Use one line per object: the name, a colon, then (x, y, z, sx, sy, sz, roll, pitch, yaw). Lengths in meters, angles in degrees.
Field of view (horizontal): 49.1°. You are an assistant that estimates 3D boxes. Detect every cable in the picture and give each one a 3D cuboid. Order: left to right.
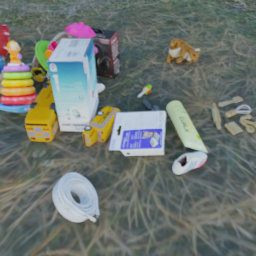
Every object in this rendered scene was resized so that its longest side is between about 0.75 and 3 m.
cable: (-1.378, 1.842, 7.454, 1.299, 0.450, 1.299, 33, 30, -27)

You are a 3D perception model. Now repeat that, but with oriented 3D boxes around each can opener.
can opener: (0.997, -0.891, 11.595, 0.370, 0.295, 1.106, -46, 41, 12)

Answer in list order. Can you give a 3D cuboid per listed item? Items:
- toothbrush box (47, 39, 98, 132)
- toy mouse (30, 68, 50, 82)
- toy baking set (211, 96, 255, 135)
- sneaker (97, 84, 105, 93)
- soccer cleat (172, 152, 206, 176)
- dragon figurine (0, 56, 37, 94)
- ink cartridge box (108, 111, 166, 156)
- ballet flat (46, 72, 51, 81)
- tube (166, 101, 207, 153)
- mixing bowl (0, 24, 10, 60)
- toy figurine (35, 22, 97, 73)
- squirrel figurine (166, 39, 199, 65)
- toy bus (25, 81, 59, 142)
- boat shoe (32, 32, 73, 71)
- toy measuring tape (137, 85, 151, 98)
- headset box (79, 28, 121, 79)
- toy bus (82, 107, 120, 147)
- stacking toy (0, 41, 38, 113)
toothbrush box: (-1.927, -1.580, 10.454, 1.227, 2.876, 2.106, 2, 37, 2)
toy mouse: (-5.008, -2.157, 13.134, 2.240, 0.488, 2.520, -34, 45, -25)
toy baking set: (4.199, -0.495, 11.207, 1.778, 0.270, 2.316, 5, 44, -5)
sneaker: (-1.625, -1.628, 12.554, 1.212, 0.463, 0.488, -16, 41, -4)
soccer cleat: (2.013, 1.023, 8.923, 1.434, 0.619, 0.501, -24, 44, -29)
dragon figurine: (-5.585, -2.575, 12.549, 2.990, 0.880, 1.486, -33, 59, 10)
ink cartridge box: (0.369, 0.165, 9.881, 1.857, 0.403, 1.840, -1, 47, 12)
ballet flat: (-3.655, -2.493, 13.201, 0.400, 0.400, 1.132, -31, 4, -34)
tube: (2.086, -0.059, 10.338, 0.744, 0.666, 2.565, -17, 40, 2)
mixing bowl: (-7.186, -4.729, 15.145, 1.043, 1.926, 1.926, 1, 31, -38)
toy figurine: (-2.314, -3.386, 12.320, 2.395, 2.602, 1.954, -29, 28, 31)
squirrel figurine: (3.086, -4.227, 15.359, 1.613, 1.223, 1.729, 15, 42, 8)
toy bus: (-3.014, -0.772, 10.828, 0.921, 1.108, 2.831, 1, 37, 4)
boat shoe: (-3.784, -3.843, 14.463, 1.011, 1.066, 2.815, 29, 72, 23)
toy measuring tape: (0.718, -1.568, 12.541, 0.390, 0.390, 1.059, 24, 53, 28)
headset box: (-1.390, -3.729, 13.584, 1.777, 2.388, 0.922, 14, 49, 17)
toy bus: (-0.971, -0.056, 10.348, 0.731, 0.608, 1.868, 14, 39, 16)
stacking toy: (-4.325, -2.001, 10.949, 1.480, 2.696, 1.565, 9, 16, 34)
